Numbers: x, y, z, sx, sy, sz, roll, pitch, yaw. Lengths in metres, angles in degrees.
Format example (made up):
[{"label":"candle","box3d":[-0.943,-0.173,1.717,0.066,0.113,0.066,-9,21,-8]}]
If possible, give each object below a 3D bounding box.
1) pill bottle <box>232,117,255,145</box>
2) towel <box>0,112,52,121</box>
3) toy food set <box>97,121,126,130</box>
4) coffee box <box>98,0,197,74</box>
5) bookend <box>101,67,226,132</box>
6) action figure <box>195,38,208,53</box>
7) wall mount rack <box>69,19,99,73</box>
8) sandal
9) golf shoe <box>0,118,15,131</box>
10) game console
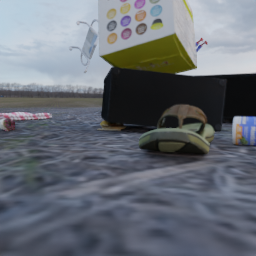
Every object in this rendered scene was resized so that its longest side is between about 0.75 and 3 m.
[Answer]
[{"label":"pill bottle","box3d":[2.323,0.064,4.923,0.899,0.504,0.504,2,6,24]},{"label":"towel","box3d":[-5.044,-0.581,12.872,1.862,0.381,2.545,4,7,35]},{"label":"toy food set","box3d":[-0.449,-0.093,8.241,0.770,0.224,1.115,1,5,7]},{"label":"coffee box","box3d":[0.604,-2.768,7.993,2.130,2.110,2.134,-9,-16,26]},{"label":"bookend","box3d":[0.783,-0.786,8.343,2.988,1.376,2.969,5,4,-8]},{"label":"action figure","box3d":[2.545,-2.891,11.077,0.423,0.641,1.296,24,-41,-29]},{"label":"wall mount rack","box3d":[-1.670,-3.289,11.374,0.782,2.097,1.822,-10,51,-39]},{"label":"sandal","box3d":[0.859,-0.022,4.604,1.010,0.726,2.543,2,5,20]},{"label":"golf shoe","box3d":[-3.363,-0.073,7.616,0.427,0.336,0.926,-5,-3,-12]},{"label":"game console","box3d":[4.048,-1.067,10.650,2.994,1.742,2.633,3,6,27]}]
